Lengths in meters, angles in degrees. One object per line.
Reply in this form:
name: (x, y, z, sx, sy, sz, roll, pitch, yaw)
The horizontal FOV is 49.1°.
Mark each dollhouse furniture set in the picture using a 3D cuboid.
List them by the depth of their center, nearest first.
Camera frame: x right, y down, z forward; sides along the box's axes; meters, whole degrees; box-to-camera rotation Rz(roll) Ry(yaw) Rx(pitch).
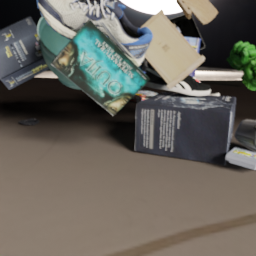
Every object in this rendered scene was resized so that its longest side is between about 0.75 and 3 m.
dollhouse furniture set: (1.620, -2.495, 8.979, 2.664, 1.841, 2.822, -40, -6, 10)

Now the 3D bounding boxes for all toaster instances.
toaster: (3.691, 0.277, 7.881, 1.439, 0.818, 0.929, 26, -1, -22)

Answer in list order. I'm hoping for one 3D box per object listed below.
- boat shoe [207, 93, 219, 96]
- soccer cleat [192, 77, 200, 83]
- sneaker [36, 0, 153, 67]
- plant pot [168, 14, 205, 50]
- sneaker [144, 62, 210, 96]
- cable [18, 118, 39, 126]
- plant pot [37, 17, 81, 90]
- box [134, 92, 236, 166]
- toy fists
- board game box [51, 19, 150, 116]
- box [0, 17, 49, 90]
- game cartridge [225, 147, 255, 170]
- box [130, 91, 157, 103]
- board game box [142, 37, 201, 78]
boat shoe: (3.932, -1.739, 15.857, 1.012, 0.925, 2.814, -10, 18, -32)
soccer cleat: (2.406, -1.474, 10.128, 0.564, 0.525, 1.540, 42, 11, 7)
sneaker: (-0.658, -2.559, 6.542, 2.848, 1.213, 1.097, 24, 49, -20)
plant pot: (2.195, -4.047, 13.126, 1.755, 1.751, 1.557, -27, 5, -24)
sneaker: (1.634, -1.731, 8.743, 2.176, 1.217, 0.795, 8, 21, -4)
cable: (-4.138, -0.215, 11.638, 0.800, 0.203, 0.653, -4, 20, -25)
plant pot: (-1.561, -2.406, 9.221, 2.676, 1.793, 2.676, 7, 56, -11)
box: (1.872, -0.155, 8.724, 2.625, 1.541, 2.582, 7, 17, 21)
toy fists: (4.290, -2.273, 9.978, 0.650, 0.963, 1.890, -1, 54, -31)
board game box: (-0.604, -1.307, 6.439, 1.907, 1.290, 0.269, 39, 14, -24)
box: (-4.010, -2.836, 10.376, 2.012, 0.651, 2.551, -30, 59, -7)
game cartridge: (3.083, 0.785, 7.277, 0.856, 0.260, 1.284, 20, 14, 28)
box: (1.004, -1.939, 17.497, 1.641, 0.478, 2.396, -7, 16, -24)
board game box: (1.287, -2.707, 11.229, 2.883, 1.951, 0.497, 8, 10, 4)
